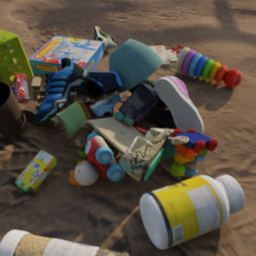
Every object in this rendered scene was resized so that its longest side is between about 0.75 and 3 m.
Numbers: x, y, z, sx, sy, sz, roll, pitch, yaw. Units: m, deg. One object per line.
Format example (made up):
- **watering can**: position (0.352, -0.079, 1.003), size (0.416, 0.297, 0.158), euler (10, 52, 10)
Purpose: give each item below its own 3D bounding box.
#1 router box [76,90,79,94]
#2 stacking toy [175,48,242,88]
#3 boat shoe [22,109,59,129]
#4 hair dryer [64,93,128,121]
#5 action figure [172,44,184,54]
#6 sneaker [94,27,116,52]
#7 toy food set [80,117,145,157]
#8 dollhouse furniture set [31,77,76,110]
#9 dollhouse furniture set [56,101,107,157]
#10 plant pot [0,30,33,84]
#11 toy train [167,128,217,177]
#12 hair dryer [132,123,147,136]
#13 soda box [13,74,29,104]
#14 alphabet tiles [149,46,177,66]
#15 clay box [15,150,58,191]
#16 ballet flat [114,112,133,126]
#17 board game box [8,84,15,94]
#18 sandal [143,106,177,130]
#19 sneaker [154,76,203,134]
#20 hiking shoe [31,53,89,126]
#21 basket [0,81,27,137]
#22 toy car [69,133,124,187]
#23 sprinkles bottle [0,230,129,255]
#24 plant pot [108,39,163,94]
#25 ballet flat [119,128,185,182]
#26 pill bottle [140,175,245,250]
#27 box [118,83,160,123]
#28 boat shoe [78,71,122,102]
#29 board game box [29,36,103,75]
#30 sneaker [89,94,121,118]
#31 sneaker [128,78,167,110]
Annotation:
- **router box**: position (-1.834, -1.841, 11.809), size (1.102, 0.281, 0.822), euler (-21, 34, -15)
- **stacking toy**: position (3.569, -2.560, 12.274), size (2.812, 1.200, 1.200), euler (24, 47, 20)
- **boat shoe**: position (-3.206, -0.357, 10.248), size (1.445, 0.530, 0.453), euler (21, 31, 14)
- **hair dryer**: position (-1.132, -0.865, 10.806), size (2.801, 0.761, 2.133), euler (-18, 33, -31)
- **action figure**: position (3.037, -3.402, 13.664), size (0.642, 0.507, 1.963), euler (-33, 56, -25)
- **sneaker**: position (-1.264, -4.740, 15.073), size (0.959, 0.832, 2.164), euler (-3, 46, -23)
- **toy food set**: position (-0.288, 0.422, 8.913), size (2.175, 0.657, 1.561), euler (40, 28, 26)
- **dollhouse furniture set**: position (-2.794, -1.307, 10.621), size (1.549, 1.358, 1.029), euler (0, 43, -8)
- **dollhouse furniture set**: position (-1.330, -0.017, 8.855), size (0.816, 1.626, 1.065), euler (-6, 30, 38)
- **plant pot**: position (-5.181, -2.681, 11.243), size (1.678, 1.840, 1.849), euler (-34, 41, -30)
- **toy train**: position (1.473, 0.771, 7.743), size (0.944, 1.290, 2.230), euler (30, 20, 37)
- **hair dryer**: position (0.258, -0.060, 10.021), size (0.863, 0.308, 1.132), euler (-26, 50, -29)
- **soda box**: position (-4.108, -1.505, 10.760), size (0.399, 0.361, 1.138), euler (-1, 63, -35)
- **alphabet tiles**: position (1.522, -3.680, 14.219), size (1.862, 0.139, 1.904), euler (-2, 42, -2)
- **clay box**: position (-2.640, 1.265, 8.079), size (0.684, 0.283, 1.190), euler (19, 64, 39)
- **ballet flat**: position (-0.150, -0.276, 9.364), size (0.766, 0.241, 0.263), euler (31, 71, 24)
- **board game box**: position (-5.398, -1.808, 11.970), size (1.452, 0.325, 0.977), euler (-8, 42, -9)
- **sandal**: position (1.331, -0.343, 10.041), size (2.263, 0.542, 0.851), euler (24, 62, 21)
- **sneaker**: position (1.960, -0.792, 9.621), size (2.365, 0.857, 1.349), euler (60, 32, 1)
- **hiking shoe**: position (-2.438, -1.208, 9.206), size (1.118, 0.959, 2.578), euler (42, 63, -18)
- **basket**: position (-4.183, -0.500, 9.192), size (1.616, 1.792, 1.219), euler (-22, 64, -3)
- **toy car**: position (-1.111, 1.099, 8.078), size (1.486, 1.314, 1.369), euler (-32, 27, -8)
- **sprinkles bottle**: position (-1.402, 2.966, 6.124), size (2.787, 0.951, 0.951), euler (7, 42, 8)
- **plant pot**: position (0.062, -2.365, 10.094), size (1.989, 1.339, 1.989), euler (-33, 16, 11)
- **ballet flat**: position (0.742, 0.544, 8.141), size (1.120, 1.009, 2.975), euler (30, 31, 23)
- **pill bottle**: position (1.596, 1.968, 6.956), size (2.385, 1.336, 1.336), euler (-14, 43, -17)
- **box**: position (0.428, -0.857, 9.762), size (0.672, 1.288, 0.953), euler (46, 17, 14)
- **boat shoe**: position (-1.304, -1.536, 10.041), size (0.905, 1.110, 2.638), euler (-39, 17, -28)
- **board game box**: position (-2.848, -3.384, 13.413), size (2.617, 0.747, 2.673), euler (10, 43, 11)
- **sneaker**: position (-0.742, -0.747, 9.791), size (0.580, 0.665, 1.479), euler (-10, 16, 40)
- **sneaker**: position (0.680, -1.533, 10.966), size (2.224, 0.838, 0.881), euler (42, 30, -2)
